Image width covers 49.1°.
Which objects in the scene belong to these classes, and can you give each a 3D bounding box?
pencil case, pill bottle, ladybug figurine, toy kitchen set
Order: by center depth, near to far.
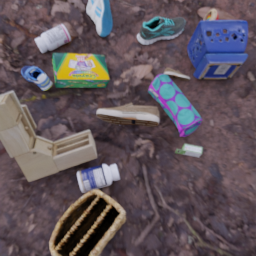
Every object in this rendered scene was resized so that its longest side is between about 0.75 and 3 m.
[{"bbox_3d":[-2.967,-0.231,10.302,2.678,2.969,2.422,-19,28,-2],"label":"toy kitchen set"},{"bbox_3d":[-1.082,1.812,10.316,1.458,0.810,0.810,-15,69,-7],"label":"pill bottle"},{"bbox_3d":[1.835,-0.907,11.255,1.180,1.087,2.554,-22,67,-32],"label":"pencil case"},{"bbox_3d":[-3.419,-4.009,12.688,1.433,0.812,0.812,-31,71,-11],"label":"pill bottle"},{"bbox_3d":[3.836,-4.953,12.928,0.451,0.851,1.253,29,51,-17],"label":"ladybug figurine"}]

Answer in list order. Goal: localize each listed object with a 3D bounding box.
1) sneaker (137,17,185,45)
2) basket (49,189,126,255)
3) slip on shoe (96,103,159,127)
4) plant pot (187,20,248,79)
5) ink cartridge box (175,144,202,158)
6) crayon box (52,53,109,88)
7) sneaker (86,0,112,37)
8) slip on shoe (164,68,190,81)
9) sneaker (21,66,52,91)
[{"bbox_3d":[1.582,-4.607,12.776,2.406,1.098,0.934,-24,72,-10],"label":"sneaker"},{"bbox_3d":[-1.412,3.260,9.166,1.770,1.848,2.481,37,73,14],"label":"basket"},{"bbox_3d":[0.019,-0.606,11.217,2.520,0.958,0.763,5,71,0],"label":"slip on shoe"},{"bbox_3d":[3.741,-3.141,11.729,2.003,2.003,1.801,0,73,-4],"label":"plant pot"},{"bbox_3d":[2.342,0.865,10.869,0.960,0.498,0.285,10,68,4],"label":"ink cartridge box"},{"bbox_3d":[-1.993,-2.388,11.732,2.190,0.638,1.301,-4,67,-22],"label":"crayon box"},{"bbox_3d":[-1.392,-5.348,13.271,0.976,0.925,2.417,-13,73,25],"label":"sneaker"},{"bbox_3d":[2.142,-2.338,12.194,1.149,0.437,0.348,15,80,12],"label":"slip on shoe"},{"bbox_3d":[-3.984,-2.284,11.910,1.861,0.766,0.688,30,73,30],"label":"sneaker"}]
